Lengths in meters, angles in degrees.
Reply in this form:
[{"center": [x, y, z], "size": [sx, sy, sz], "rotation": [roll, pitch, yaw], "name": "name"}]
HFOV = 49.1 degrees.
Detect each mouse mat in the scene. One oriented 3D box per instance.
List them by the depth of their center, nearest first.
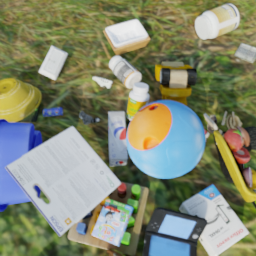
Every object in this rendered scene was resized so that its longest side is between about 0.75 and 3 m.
[{"center": [-4.391, -0.754, 11.528], "size": [1.478, 0.056, 1.189], "rotation": [0, 60, 1], "name": "mouse mat"}]

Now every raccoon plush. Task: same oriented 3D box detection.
[{"center": [-1.524, -0.449, 10.767], "size": [0.753, 0.505, 0.364], "rotation": [-14, 36, 7], "name": "raccoon plush"}]

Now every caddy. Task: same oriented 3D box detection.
[{"center": [-3.779, 1.157, 9.087], "size": [1.558, 2.098, 2.968], "rotation": [-2, 74, -4], "name": "caddy"}]

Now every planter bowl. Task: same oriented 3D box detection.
[{"center": [-4.675, -1.275, 11.019], "size": [2.255, 0.939, 2.255], "rotation": [-6, 48, 7], "name": "planter bowl"}]

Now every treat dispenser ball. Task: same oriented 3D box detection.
[{"center": [1.232, 0.381, 9.392], "size": [2.608, 2.608, 2.608], "rotation": [0, 60, 0], "name": "treat dispenser ball"}]

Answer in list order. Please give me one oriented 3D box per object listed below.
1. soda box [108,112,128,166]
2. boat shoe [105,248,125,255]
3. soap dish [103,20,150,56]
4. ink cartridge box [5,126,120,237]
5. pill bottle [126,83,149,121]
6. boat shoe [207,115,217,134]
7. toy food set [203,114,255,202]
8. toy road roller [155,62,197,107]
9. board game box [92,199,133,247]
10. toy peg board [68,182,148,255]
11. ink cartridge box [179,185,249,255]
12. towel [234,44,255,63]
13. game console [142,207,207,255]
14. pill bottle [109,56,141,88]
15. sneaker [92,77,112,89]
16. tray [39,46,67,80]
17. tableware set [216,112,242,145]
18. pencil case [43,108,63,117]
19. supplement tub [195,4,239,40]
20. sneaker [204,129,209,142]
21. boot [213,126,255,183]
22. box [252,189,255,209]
[{"center": [-0.410, 0.383, 10.472], "size": [0.639, 0.687, 2.013], "rotation": [-1, 59, -6], "name": "soda box"}, {"center": [0.437, 4.238, 8.089], "size": [2.512, 0.904, 0.854], "rotation": [19, 58, 5], "name": "boat shoe"}, {"center": [-0.088, -4.237, 13.155], "size": [1.822, 0.740, 1.433], "rotation": [-21, 62, -11], "name": "soap dish"}, {"center": [-1.819, 1.447, 8.134], "size": [2.422, 0.525, 2.378], "rotation": [-35, 81, -37], "name": "ink cartridge box"}, {"center": [0.390, -0.994, 10.793], "size": [0.772, 1.390, 0.772], "rotation": [6, 31, -4], "name": "pill bottle"}, {"center": [2.803, -0.072, 9.308], "size": [0.285, 0.765, 0.281], "rotation": [-13, 41, 1], "name": "boat shoe"}, {"center": [3.054, 0.693, 7.639], "size": [0.848, 1.527, 2.595], "rotation": [-24, 94, 10], "name": "toy food set"}, {"center": [1.871, -1.732, 11.524], "size": [1.415, 1.681, 2.303], "rotation": [1, 23, 0], "name": "toy road roller"}, {"center": [-0.456, 2.753, 8.232], "size": [0.859, 0.208, 1.136], "rotation": [12, 65, 23], "name": "board game box"}, {"center": [-0.604, 2.619, 8.953], "size": [2.203, 1.082, 2.212], "rotation": [12, 60, 6], "name": "toy peg board"}, {"center": [2.695, 2.954, 8.950], "size": [1.301, 0.751, 1.782], "rotation": [-27, 63, -15], "name": "ink cartridge box"}, {"center": [5.554, -3.498, 13.059], "size": [0.948, 0.164, 0.912], "rotation": [29, 64, 15], "name": "towel"}, {"center": [1.361, 3.262, 8.020], "size": [1.654, 1.455, 0.963], "rotation": [16, 24, -8], "name": "game console"}, {"center": [-0.150, -2.404, 11.946], "size": [0.824, 0.824, 1.416], "rotation": [-33, 62, -18], "name": "pill bottle"}, {"center": [-1.147, -1.963, 12.062], "size": [0.986, 0.370, 0.400], "rotation": [21, 105, 27], "name": "sneaker"}, {"center": [-3.231, -2.850, 12.158], "size": [0.777, 0.160, 1.447], "rotation": [24, 69, -16], "name": "tray"}, {"center": [3.567, 0.154, 9.605], "size": [0.909, 0.276, 1.375], "rotation": [31, 68, -21], "name": "tableware set"}, {"center": [-2.932, -0.620, 10.904], "size": [0.776, 0.337, 0.303], "rotation": [-6, 27, -1], "name": "pencil case"}, {"center": [4.203, -5.010, 13.303], "size": [1.744, 1.259, 1.259], "rotation": [-24, 63, -13], "name": "supplement tub"}, {"center": [2.609, 0.364, 10.452], "size": [0.512, 0.465, 1.207], "rotation": [48, 39, -2], "name": "sneaker"}, {"center": [4.148, 0.896, 10.111], "size": [1.616, 0.814, 2.162], "rotation": [-3, 59, -2], "name": "boot"}, {"center": [4.550, 2.531, 8.829], "size": [1.421, 0.350, 1.471], "rotation": [15, 36, -25], "name": "box"}]
